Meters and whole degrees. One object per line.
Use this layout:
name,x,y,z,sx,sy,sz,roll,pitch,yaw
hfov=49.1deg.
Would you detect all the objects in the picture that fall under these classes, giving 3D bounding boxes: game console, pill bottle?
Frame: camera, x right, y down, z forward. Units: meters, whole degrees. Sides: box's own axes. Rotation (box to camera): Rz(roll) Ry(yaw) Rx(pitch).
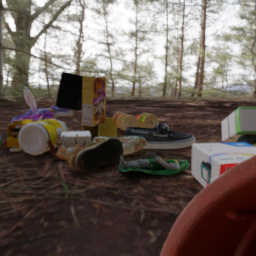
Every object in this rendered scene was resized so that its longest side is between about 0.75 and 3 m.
game console,-2.258,-1.536,11.864,0.866,1.489,1.309,17,13,14
pill bottle,-2.892,0.244,9.909,1.074,1.074,1.917,2,9,11

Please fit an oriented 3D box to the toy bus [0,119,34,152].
toy bus,-4.086,0.164,10.532,1.822,0.941,1.719,4,13,36

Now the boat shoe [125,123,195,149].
boat shoe,1.193,0.253,10.367,2.643,0.896,0.948,0,9,-2

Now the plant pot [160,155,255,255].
plant pot,1.682,1.176,1.391,2.220,2.282,2.282,4,5,-37

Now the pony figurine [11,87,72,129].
pony figurine,-4.091,-0.560,13.255,2.655,2.211,2.563,-10,-19,-33

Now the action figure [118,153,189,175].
action figure,0.708,0.968,7.415,1.840,0.503,1.087,2,6,-8

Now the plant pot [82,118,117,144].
plant pot,-1.064,0.055,11.233,1.129,1.103,1.096,-1,8,-44

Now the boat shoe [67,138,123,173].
boat shoe,-0.920,0.728,8.013,0.734,0.752,1.988,-4,4,35

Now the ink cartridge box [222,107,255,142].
ink cartridge box,4.469,-0.058,10.175,1.561,0.902,2.146,1,-11,2

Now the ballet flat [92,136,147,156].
ballet flat,-0.331,0.652,9.280,1.881,0.711,0.601,-2,38,13

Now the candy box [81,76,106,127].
candy box,-0.783,-0.627,6.495,0.313,1.108,0.646,8,12,20

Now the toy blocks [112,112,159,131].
toy blocks,0.235,-0.374,14.439,1.943,0.846,2.331,-4,10,-20

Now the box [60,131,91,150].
box,-1.776,0.508,9.545,0.996,0.654,1.001,-1,9,-11

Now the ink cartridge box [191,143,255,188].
ink cartridge box,2.420,0.992,5.942,1.454,0.842,2.503,-1,10,-6

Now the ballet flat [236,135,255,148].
ballet flat,4.718,0.612,8.767,2.541,0.864,0.869,-7,15,25

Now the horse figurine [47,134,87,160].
horse figurine,-1.832,0.657,8.727,1.399,0.927,0.349,-2,-29,-2
